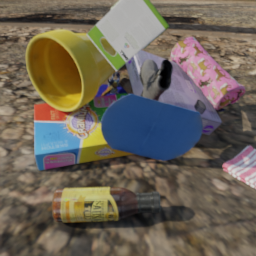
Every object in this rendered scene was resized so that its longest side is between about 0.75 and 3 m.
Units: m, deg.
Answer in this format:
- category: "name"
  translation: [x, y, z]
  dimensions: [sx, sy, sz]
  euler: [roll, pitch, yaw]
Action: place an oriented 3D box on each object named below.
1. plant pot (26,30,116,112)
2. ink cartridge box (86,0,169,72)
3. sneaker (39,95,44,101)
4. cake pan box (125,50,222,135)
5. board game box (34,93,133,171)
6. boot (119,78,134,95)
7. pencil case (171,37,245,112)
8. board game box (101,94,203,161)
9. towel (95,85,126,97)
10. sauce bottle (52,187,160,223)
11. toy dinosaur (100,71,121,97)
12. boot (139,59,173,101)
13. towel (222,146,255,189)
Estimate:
- category: "plant pot"
  translation: [-1.419, -1.816, 8.039]
  dimensions: [2.142, 2.142, 2.016]
  euler: [19, 38, 29]
- category: "ink cartridge box"
  translation: [-0.008, -2.166, 6.202]
  dimensions: [1.484, 1.097, 0.562]
  euler: [-37, 10, 19]
- category: "sneaker"
  translation: [-2.564, -1.461, 10.330]
  dimensions: [1.037, 1.132, 2.658]
  euler: [-22, 36, -32]
- category: "cake pan box"
  translation: [1.315, -1.187, 8.679]
  dimensions: [2.534, 0.720, 2.751]
  euler: [12, 44, -29]
- category: "board game box"
  translation: [-1.149, -0.004, 8.011]
  dimensions: [2.892, 0.583, 2.213]
  euler: [-9, 41, -12]
- category: "boot"
  translation: [0.476, -1.406, 9.235]
  dimensions: [1.146, 0.550, 1.567]
  euler: [35, 48, 13]
- category: "pencil case"
  translation: [2.325, -1.674, 8.456]
  dimensions: [1.032, 1.079, 2.493]
  euler: [-25, 63, -19]
- category: "board game box"
  translation: [0.547, -0.065, 6.829]
  dimensions: [2.399, 1.895, 0.467]
  euler: [14, 45, -9]
- category: "towel"
  translation: [-0.326, -1.036, 10.294]
  dimensions: [2.132, 0.528, 1.574]
  euler: [4, 38, 7]
- category: "sauce bottle"
  translation: [-0.424, 1.534, 5.680]
  dimensions: [2.125, 0.701, 0.701]
  euler: [-3, 31, 0]
- category: "toy dinosaur"
  translation: [-0.569, -1.623, 10.050]
  dimensions: [1.407, 0.739, 1.277]
  euler: [-32, 14, 6]
- category: "boot"
  translation: [0.731, -1.290, 6.807]
  dimensions: [0.577, 1.088, 1.653]
  euler: [13, 55, -18]
- category: "towel"
  translation: [3.404, 1.104, 6.846]
  dimensions: [1.294, 0.265, 1.769]
  euler: [-25, 39, -34]
